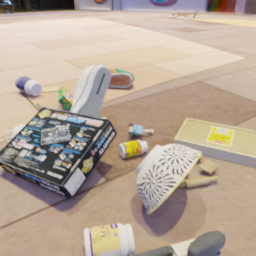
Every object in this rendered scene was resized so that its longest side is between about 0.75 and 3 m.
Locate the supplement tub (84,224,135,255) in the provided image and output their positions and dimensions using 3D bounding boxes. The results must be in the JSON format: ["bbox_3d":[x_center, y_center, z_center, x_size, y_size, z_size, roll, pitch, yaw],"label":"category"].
[{"bbox_3d":[-0.409,2.422,5.896,0.993,0.722,0.722,-6,30,-10],"label":"supplement tub"}]

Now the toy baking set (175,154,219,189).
[{"bbox_3d":[1.630,1.275,8.477,2.124,0.247,1.630,-10,28,-14],"label":"toy baking set"}]

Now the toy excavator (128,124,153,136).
[{"bbox_3d":[0.473,0.105,10.297,0.814,0.407,0.792,2,-7,16],"label":"toy excavator"}]

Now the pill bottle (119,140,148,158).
[{"bbox_3d":[0.176,0.689,9.248,0.884,0.483,0.483,-11,31,-19],"label":"pill bottle"}]

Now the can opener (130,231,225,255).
[{"bbox_3d":[0.777,2.534,5.564,2.505,0.837,0.668,-6,28,-18],"label":"can opener"}]

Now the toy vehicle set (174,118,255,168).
[{"bbox_3d":[3.210,0.439,9.794,2.876,0.381,1.787,13,32,22],"label":"toy vehicle set"}]

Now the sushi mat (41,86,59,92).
[{"bbox_3d":[-4.341,-1.991,14.467,1.493,0.090,0.714,-5,31,-10],"label":"sushi mat"}]

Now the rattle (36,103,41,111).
[{"bbox_3d":[-3.276,-0.553,11.043,0.651,0.911,0.593,-4,-11,10],"label":"rattle"}]

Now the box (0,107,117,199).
[{"bbox_3d":[-2.153,0.544,8.228,2.932,0.675,2.331,11,52,32],"label":"box"}]

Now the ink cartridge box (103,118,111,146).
[{"bbox_3d":[-1.001,0.184,9.758,0.639,0.869,0.628,-9,28,-15],"label":"ink cartridge box"}]

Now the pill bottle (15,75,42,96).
[{"bbox_3d":[-4.884,-2.062,13.739,1.332,0.771,0.771,25,38,33],"label":"pill bottle"}]

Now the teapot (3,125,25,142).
[{"bbox_3d":[-3.769,0.193,9.875,0.883,0.653,0.894,-3,27,11],"label":"teapot"}]

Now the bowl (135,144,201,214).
[{"bbox_3d":[0.790,1.047,6.881,0.931,1.983,1.983,41,41,10],"label":"bowl"}]

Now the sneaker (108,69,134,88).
[{"bbox_3d":[-1.012,-2.667,14.918,2.750,0.982,1.099,9,23,10],"label":"sneaker"}]

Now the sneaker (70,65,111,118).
[{"bbox_3d":[-1.579,-0.874,10.171,1.093,2.994,1.060,30,-8,-42],"label":"sneaker"}]

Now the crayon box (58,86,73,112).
[{"bbox_3d":[-2.718,-1.268,12.413,0.374,0.763,1.284,-37,30,8],"label":"crayon box"}]
